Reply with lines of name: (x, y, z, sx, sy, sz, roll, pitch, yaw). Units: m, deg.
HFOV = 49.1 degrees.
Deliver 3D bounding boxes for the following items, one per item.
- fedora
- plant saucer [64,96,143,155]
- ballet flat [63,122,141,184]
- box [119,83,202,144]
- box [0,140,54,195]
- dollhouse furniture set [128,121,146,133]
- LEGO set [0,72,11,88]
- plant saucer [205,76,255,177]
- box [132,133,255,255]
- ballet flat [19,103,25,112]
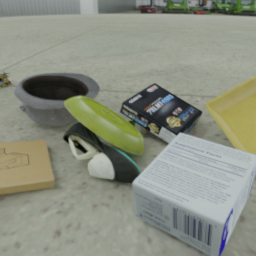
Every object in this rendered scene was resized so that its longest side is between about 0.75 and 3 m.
fedora: (-2.589, -0.979, 10.351, 2.971, 1.341, 2.627, -15, 41, -35)
plant saucer: (-0.586, -0.188, 8.352, 2.774, 0.431, 2.774, 34, 9, -6)
ballet flat: (-0.858, 0.792, 7.575, 0.914, 0.909, 2.672, -27, 46, -33)
box: (1.213, -0.562, 9.843, 2.213, 0.554, 2.229, 35, 39, 17)
box: (-3.489, 1.036, 7.524, 2.704, 0.288, 2.210, -3, 27, -22)
dollhouse furniture set: (0.484, -0.020, 9.997, 0.574, 0.444, 1.149, 16, 12, 42)
LEGO set: (-6.705, -2.478, 13.788, 1.649, 0.955, 1.268, -19, 34, -32)
plant saucer: (4.051, -0.179, 8.153, 2.651, 0.642, 2.652, -29, 67, -1)
box: (1.461, 1.263, 5.980, 1.912, 1.091, 2.079, 18, 40, 33)
ballet flat: (-3.616, -1.031, 11.406, 1.567, 0.564, 0.564, -12, 30, -25)
